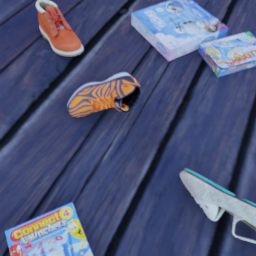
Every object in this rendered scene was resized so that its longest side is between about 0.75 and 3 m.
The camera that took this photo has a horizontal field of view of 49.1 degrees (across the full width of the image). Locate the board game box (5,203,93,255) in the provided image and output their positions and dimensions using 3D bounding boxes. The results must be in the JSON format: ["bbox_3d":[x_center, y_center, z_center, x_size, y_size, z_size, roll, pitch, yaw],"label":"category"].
[{"bbox_3d":[-1.753,2.818,6.402,1.654,0.462,1.619,-21,58,-18],"label":"board game box"}]

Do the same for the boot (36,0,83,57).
[{"bbox_3d":[-2.739,-3.871,10.858,1.024,1.463,2.729,-33,62,-24],"label":"boot"}]

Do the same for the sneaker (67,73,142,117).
[{"bbox_3d":[-0.684,-0.856,8.622,2.396,0.929,1.342,-30,41,-6],"label":"sneaker"}]

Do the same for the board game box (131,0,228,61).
[{"bbox_3d":[2.055,-4.244,11.620,2.849,0.621,2.863,-26,58,-17],"label":"board game box"}]

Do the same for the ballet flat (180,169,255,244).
[{"bbox_3d":[2.419,1.977,6.596,2.976,1.004,0.928,25,82,25],"label":"ballet flat"}]

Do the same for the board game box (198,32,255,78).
[{"bbox_3d":[4.044,-2.832,10.679,2.247,0.387,1.521,-18,58,-12],"label":"board game box"}]
